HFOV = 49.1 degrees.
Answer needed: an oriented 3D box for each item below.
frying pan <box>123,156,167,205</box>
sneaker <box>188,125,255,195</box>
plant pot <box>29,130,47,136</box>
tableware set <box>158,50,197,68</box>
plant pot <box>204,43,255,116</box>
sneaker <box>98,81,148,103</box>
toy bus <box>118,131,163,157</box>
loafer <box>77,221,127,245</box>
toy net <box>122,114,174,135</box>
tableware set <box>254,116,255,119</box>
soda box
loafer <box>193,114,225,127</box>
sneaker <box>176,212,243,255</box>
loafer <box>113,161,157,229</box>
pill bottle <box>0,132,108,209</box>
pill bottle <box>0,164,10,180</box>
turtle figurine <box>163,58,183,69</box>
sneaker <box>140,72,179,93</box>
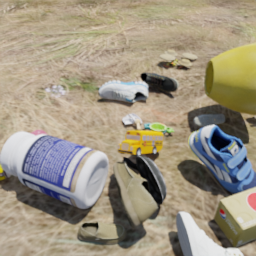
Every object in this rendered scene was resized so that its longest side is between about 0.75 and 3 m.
[{"bbox_3d":[0.561,1.550,8.714,0.419,1.557,2.573,-24,0,-14],"label":"frying pan"},{"bbox_3d":[3.151,1.047,8.578,2.832,1.165,1.047,42,57,6],"label":"sneaker"},{"bbox_3d":[-3.273,0.493,10.071,0.930,0.930,0.832,-1,25,-1],"label":"plant pot"},{"bbox_3d":[2.824,-3.944,15.769,1.897,0.263,2.271,19,34,14],"label":"tableware set"},{"bbox_3d":[4.029,-1.864,10.640,1.946,2.741,2.741,2,39,1],"label":"plant pot"},{"bbox_3d":[-0.169,-1.536,12.559,2.307,0.865,1.000,-5,45,-6],"label":"sneaker"},{"bbox_3d":[0.458,0.495,9.277,0.646,0.777,1.984,7,2,33],"label":"toy bus"},{"bbox_3d":[-0.710,2.799,7.524,1.342,0.452,0.510,-1,39,-2],"label":"loafer"},{"bbox_3d":[0.714,-0.220,11.097,2.166,0.418,1.136,26,37,36],"label":"toy net"},{"bbox_3d":[6.247,-1.449,11.355,2.479,0.344,2.967,3,84,2],"label":"tableware set"},{"bbox_3d":[3.979,2.223,7.848,2.929,0.938,0.992,-14,41,-16],"label":"soda box"},{"bbox_3d":[3.207,-0.296,11.232,1.454,0.508,0.507,-4,0,-23],"label":"loafer"},{"bbox_3d":[2.066,3.024,6.922,1.241,0.791,2.147,-11,57,-13],"label":"sneaker"},{"bbox_3d":[0.167,1.799,8.082,0.874,0.985,2.592,-15,29,-6],"label":"loafer"},{"bbox_3d":[-2.233,1.168,8.508,2.956,1.710,1.710,16,42,18],"label":"pill bottle"},{"bbox_3d":[-4.550,1.451,8.938,1.366,0.746,0.746,-19,43,-20],"label":"pill bottle"},{"bbox_3d":[2.480,-3.615,15.437,1.060,0.341,0.855,2,38,6],"label":"turtle figurine"},{"bbox_3d":[1.426,-2.126,13.151,0.992,0.698,1.868,-3,23,-41],"label":"sneaker"}]
